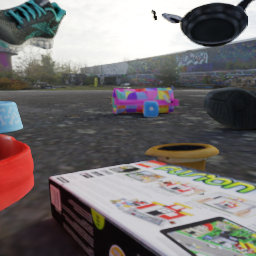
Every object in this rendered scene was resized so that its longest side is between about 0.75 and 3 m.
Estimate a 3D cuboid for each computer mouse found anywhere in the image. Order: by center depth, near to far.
[{"bbox_3d":[1.505,-4.214,10.769,1.354,0.297,0.742,6,40,-17],"label":"computer mouse"}]

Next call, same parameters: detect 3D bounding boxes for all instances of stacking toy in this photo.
[{"bbox_3d":[0.698,-0.605,9.902,0.514,0.544,0.937,1,-5,-12],"label":"stacking toy"}]

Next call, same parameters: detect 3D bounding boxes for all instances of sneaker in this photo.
[{"bbox_3d":[-2.469,-2.709,6.875,1.127,1.325,2.905,41,22,-5],"label":"sneaker"},{"bbox_3d":[3.033,-0.533,7.522,2.704,1.034,1.549,0,7,-17],"label":"sneaker"}]

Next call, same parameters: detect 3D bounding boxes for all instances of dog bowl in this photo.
[{"bbox_3d":[-3.961,-0.239,6.627,2.747,0.681,1.531,-5,10,-31],"label":"dog bowl"}]

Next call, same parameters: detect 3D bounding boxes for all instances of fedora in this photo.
[{"bbox_3d":[0.659,0.415,3.474,0.917,0.374,0.917,-5,4,0],"label":"fedora"}]

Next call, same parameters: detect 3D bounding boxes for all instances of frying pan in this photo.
[{"bbox_3d":[2.545,-3.111,7.566,1.713,0.461,2.832,25,64,28],"label":"frying pan"}]

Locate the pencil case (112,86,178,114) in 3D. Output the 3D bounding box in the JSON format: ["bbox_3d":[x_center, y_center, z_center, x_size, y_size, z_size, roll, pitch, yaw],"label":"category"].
[{"bbox_3d":[0.601,-1.041,10.671,2.429,1.073,1.073,-3,9,-8],"label":"pencil case"}]

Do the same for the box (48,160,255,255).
[{"bbox_3d":[0.315,0.576,1.807,1.133,0.357,2.059,-5,4,-29],"label":"box"}]

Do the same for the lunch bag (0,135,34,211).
[{"bbox_3d":[-1.780,0.338,1.639,2.336,1.086,2.652,-3,9,-17],"label":"lunch bag"}]
